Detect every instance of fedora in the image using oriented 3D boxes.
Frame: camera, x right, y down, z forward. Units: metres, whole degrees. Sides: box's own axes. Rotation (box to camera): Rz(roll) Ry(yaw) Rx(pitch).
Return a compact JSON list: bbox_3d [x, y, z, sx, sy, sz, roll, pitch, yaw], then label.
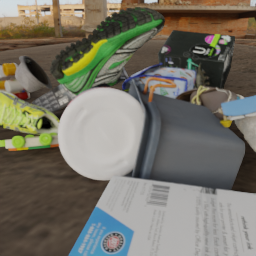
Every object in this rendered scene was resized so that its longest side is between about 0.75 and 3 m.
[{"bbox_3d":[-2.331,-1.211,6.703,1.064,0.481,0.941,58,12,26],"label":"fedora"}]

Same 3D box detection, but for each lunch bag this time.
[{"bbox_3d":[1.137,-1.557,10.074,2.264,1.402,1.925,11,22,20],"label":"lunch bag"}]

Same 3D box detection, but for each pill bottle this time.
[{"bbox_3d":[-0.579,-0.051,5.877,1.584,1.584,2.650,-4,8,-9],"label":"pill bottle"}]

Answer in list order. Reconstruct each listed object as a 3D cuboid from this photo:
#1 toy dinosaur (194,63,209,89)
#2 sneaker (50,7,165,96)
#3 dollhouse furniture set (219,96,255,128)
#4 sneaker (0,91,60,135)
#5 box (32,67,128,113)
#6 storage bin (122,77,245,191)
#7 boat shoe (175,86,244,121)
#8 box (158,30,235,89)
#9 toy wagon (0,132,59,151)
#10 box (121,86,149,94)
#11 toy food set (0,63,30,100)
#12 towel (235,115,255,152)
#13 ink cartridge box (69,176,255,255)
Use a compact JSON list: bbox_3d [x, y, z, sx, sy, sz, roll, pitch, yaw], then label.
[{"bbox_3d":[2.732,-1.789,10.559,0.470,1.220,0.624,28,40,35],"label":"toy dinosaur"},{"bbox_3d":[-0.364,-1.737,6.401,2.743,1.168,1.070,-32,44,5],"label":"sneaker"},{"bbox_3d":[2.505,-0.213,4.995,1.396,0.911,1.318,-12,5,36],"label":"dollhouse furniture set"},{"bbox_3d":[-2.584,-0.328,6.757,0.897,0.885,2.348,17,4,37],"label":"sneaker"},{"bbox_3d":[-1.479,-1.137,8.432,2.436,0.606,1.921,-16,12,46],"label":"box"},{"bbox_3d":[0.911,0.128,5.515,1.851,2.005,2.756,9,20,-8],"label":"storage bin"},{"bbox_3d":[1.972,-0.631,7.369,0.842,1.016,2.828,38,-1,-8],"label":"boat shoe"},{"bbox_3d":[2.817,-2.789,11.676,2.625,1.632,1.950,14,51,23],"label":"box"},{"bbox_3d":[-2.286,0.316,6.457,1.638,0.324,1.271,-6,0,-7],"label":"toy wagon"},{"bbox_3d":[0.081,-0.555,7.907,1.170,1.130,0.278,-19,28,-32],"label":"box"},{"bbox_3d":[-4.228,-1.620,10.401,1.107,1.174,2.460,-19,-3,-40],"label":"toy food set"},{"bbox_3d":[3.180,0.541,4.791,2.648,0.457,1.755,27,19,1],"label":"towel"},{"bbox_3d":[0.969,1.477,3.077,2.822,0.957,1.637,5,22,13],"label":"ink cartridge box"}]
